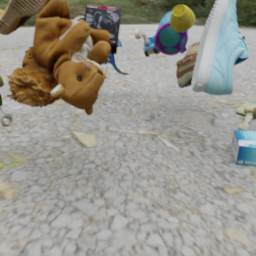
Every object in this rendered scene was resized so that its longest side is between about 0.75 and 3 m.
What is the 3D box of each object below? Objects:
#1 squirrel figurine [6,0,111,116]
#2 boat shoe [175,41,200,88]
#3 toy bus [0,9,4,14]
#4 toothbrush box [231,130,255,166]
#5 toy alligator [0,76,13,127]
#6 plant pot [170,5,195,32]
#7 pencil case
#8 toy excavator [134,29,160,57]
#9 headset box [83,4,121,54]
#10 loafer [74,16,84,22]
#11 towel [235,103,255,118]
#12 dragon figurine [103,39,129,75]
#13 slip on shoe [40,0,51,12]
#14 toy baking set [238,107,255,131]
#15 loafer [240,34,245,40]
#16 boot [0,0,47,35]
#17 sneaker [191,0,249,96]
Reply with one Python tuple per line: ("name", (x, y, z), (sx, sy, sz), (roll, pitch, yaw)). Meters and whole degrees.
("squirrel figurine", (-1.460, -1.222, 6.269), (2.414, 1.709, 2.253), (-29, 61, 19))
("boat shoe", (2.186, -2.090, 8.348), (1.117, 1.059, 2.951), (-16, -5, -22))
("toy bus", (-3.542, -3.088, 7.789), (0.336, 0.280, 0.860), (-50, 46, -10))
("toothbrush box", (3.886, 0.611, 8.207), (1.485, 0.634, 1.087), (6, 26, 10))
("toy alligator", (-3.712, -1.092, 7.372), (0.764, 2.306, 0.554), (-27, 25, -30))
("plant pot", (1.633, -3.459, 8.657), (0.790, 0.790, 0.561), (12, -9, 23))
("pencil case", (1.726, -3.693, 10.760), (1.302, 1.199, 2.818), (-30, 21, 24))
("toy excavator", (0.785, -3.528, 11.373), (0.635, 1.272, 1.237), (-6, 32, 38))
("headset box", (-0.837, -3.196, 8.886), (1.136, 1.527, 0.590), (6, -19, -2))
("loafer", (-2.294, -4.049, 12.029), (0.639, 0.708, 1.871), (21, 69, 40))
("towel", (5.072, -0.731, 11.518), (0.911, 0.224, 1.228), (22, 33, 36))
("dragon figurine", (-0.864, -3.580, 12.366), (0.829, 1.400, 2.816), (-13, 54, -48))
("slip on shoe", (-3.000, -4.494, 10.681), (0.861, 0.686, 2.264), (26, -10, -20))
("toy baking set", (5.095, -0.266, 10.182), (2.444, 0.284, 1.876), (5, 30, 0))
("loafer", (3.326, -2.726, 10.640), (2.865, 1.002, 1.000), (-47, 35, -16))
("boot", (-2.562, -2.937, 6.864), (1.634, 0.591, 1.359), (-36, 27, 10))
("sneaker", (1.792, -1.549, 5.147), (0.858, 2.093, 0.774), (16, -5, 1))
